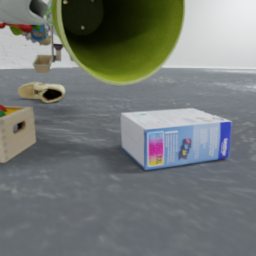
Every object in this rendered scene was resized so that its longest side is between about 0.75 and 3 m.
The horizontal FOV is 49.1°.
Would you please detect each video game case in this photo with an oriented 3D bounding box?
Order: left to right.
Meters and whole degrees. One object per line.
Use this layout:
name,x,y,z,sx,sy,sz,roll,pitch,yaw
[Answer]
video game case,-2.128,-4.185,10.395,1.792,1.968,0.217,31,29,-23

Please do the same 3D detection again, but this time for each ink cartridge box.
ink cartridge box,1.101,0.132,5.964,2.208,0.843,1.506,-7,16,-17

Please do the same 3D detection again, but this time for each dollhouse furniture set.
dollhouse furniture set,-1.691,-1.894,6.503,1.067,0.955,1.346,1,30,-9

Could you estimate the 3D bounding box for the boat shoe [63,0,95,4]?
boat shoe,-1.162,-3.591,8.216,2.226,0.848,0.798,34,36,-6

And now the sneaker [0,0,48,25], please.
sneaker,-1.628,-2.478,3.777,1.146,0.943,2.491,7,-30,-5

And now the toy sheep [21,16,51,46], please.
toy sheep,-3.355,-3.617,9.823,1.176,1.706,1.176,-34,25,18

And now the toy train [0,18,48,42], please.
toy train,-2.870,-2.572,6.667,1.810,0.766,1.047,9,-8,4

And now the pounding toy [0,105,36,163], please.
pounding toy,-3.353,-0.074,6.428,2.211,1.011,1.942,3,15,8

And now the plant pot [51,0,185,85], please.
plant pot,-0.625,-2.474,6.046,2.531,2.531,2.705,-8,25,-27

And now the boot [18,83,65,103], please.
boot,-3.924,-1.560,12.538,2.113,0.769,1.642,0,15,-12
